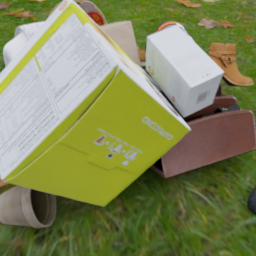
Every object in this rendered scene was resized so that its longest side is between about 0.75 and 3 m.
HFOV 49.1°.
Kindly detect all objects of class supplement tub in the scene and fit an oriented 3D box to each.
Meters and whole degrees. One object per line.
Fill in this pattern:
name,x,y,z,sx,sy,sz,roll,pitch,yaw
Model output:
supplement tub,1.997,-3.734,12.301,1.455,1.455,2.720,-6,42,-7

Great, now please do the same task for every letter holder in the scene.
letter holder,1.763,-0.133,7.452,2.775,1.973,1.396,-14,13,-16

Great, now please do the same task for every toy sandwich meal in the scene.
toy sandwich meal,-1.881,-3.366,10.044,2.466,2.466,0.845,-5,21,-5

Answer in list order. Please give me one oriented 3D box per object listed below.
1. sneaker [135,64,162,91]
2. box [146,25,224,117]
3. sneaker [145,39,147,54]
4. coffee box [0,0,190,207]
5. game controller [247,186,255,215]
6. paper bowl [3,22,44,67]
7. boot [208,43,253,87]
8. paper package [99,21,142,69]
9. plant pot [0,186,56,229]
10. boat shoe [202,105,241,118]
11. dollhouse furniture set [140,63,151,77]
sneaker,0.315,-1.192,8.494,0.938,0.926,2.361,-45,61,-4
box,1.244,-1.363,6.681,0.881,1.124,1.807,-25,61,-13
sneaker,0.848,-2.693,9.353,0.548,0.526,1.396,7,20,0
coffee box,-0.886,-0.386,6.087,2.779,2.775,2.749,-43,50,13
game controller,3.889,2.018,6.589,1.971,0.415,1.028,28,63,29
paper bowl,-2.763,-1.675,8.456,1.422,2.734,2.734,-21,45,-26
boot,2.859,-1.740,7.783,1.441,1.119,0.553,8,6,1
paper package,-0.939,-2.187,9.555,2.454,2.339,1.270,-21,22,-19
plant pot,-2.363,1.749,6.394,1.020,1.175,1.175,-14,40,10
boat shoe,2.471,-0.361,7.337,1.187,0.372,0.434,-25,16,-17
dollhouse furniture set,1.209,-1.647,7.973,1.446,0.947,0.726,29,89,19
